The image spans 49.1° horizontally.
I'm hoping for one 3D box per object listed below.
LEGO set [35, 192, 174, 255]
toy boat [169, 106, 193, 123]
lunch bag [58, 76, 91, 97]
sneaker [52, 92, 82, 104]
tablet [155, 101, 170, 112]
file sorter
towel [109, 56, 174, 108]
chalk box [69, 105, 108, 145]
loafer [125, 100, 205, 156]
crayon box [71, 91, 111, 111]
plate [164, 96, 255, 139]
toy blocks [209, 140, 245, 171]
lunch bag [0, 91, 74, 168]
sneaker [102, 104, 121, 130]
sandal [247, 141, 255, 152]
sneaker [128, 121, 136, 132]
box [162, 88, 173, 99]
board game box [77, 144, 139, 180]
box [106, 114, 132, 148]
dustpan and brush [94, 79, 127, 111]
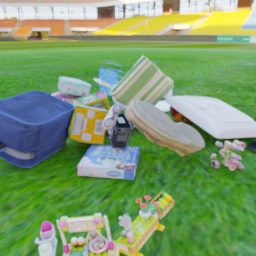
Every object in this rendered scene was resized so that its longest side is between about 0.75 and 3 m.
[{"bbox_3d":[-0.262,1.612,4.867,2.664,0.992,1.226,-15,21,-15],"label":"LEGO set"},{"bbox_3d":[2.203,-0.540,11.595,1.207,0.788,0.789,20,49,25],"label":"toy boat"},{"bbox_3d":[-2.585,-1.998,13.521,1.430,0.687,1.783,5,16,-24],"label":"lunch bag"},{"bbox_3d":[-2.727,-1.235,13.386,2.254,0.817,1.285,-16,29,-36],"label":"sneaker"},{"bbox_3d":[2.253,-1.171,14.121,2.329,0.159,1.515,-11,23,-27],"label":"tablet"},{"bbox_3d":[-0.851,-2.511,14.673,1.043,1.503,0.922,7,-20,-28],"label":"file sorter"},{"bbox_3d":[0.627,-1.534,11.005,0.306,1.996,2.617,52,15,31],"label":"towel"},{"bbox_3d":[-1.312,-0.152,9.383,1.090,1.098,1.759,10,3,-10],"label":"chalk box"},{"bbox_3d":[0.968,0.197,7.830,2.919,0.918,1.049,23,37,-36],"label":"loafer"},{"bbox_3d":[-1.448,-0.904,11.268,1.355,0.395,1.169,-18,-23,3],"label":"crayon box"},{"bbox_3d":[3.271,-0.541,10.460,2.899,0.469,2.893,-1,31,-34],"label":"plate"},{"bbox_3d":[2.873,0.811,7.810,0.859,0.802,0.723,-1,16,-16],"label":"toy blocks"},{"bbox_3d":[-2.982,0.100,8.539,1.745,1.699,2.568,24,26,17],"label":"lunch bag"},{"bbox_3d":[-0.473,-0.321,8.265,0.329,0.878,0.437,32,3,-10],"label":"sneaker"},{"bbox_3d":[4.599,0.476,9.411,1.550,0.332,0.589,-11,23,-27],"label":"sandal"},{"bbox_3d":[0.106,-0.169,10.828,2.235,0.787,0.844,-20,44,-29],"label":"sneaker"},{"bbox_3d":[1.500,-2.250,15.979,1.636,0.896,1.854,-5,20,-7],"label":"box"},{"bbox_3d":[-0.505,0.946,8.128,1.533,0.334,1.540,2,20,7],"label":"board game box"},{"bbox_3d":[-0.295,0.077,8.576,0.477,0.757,0.770,-2,38,-23],"label":"box"},{"bbox_3d":[-0.431,-1.578,12.458,2.377,0.680,1.659,18,46,-1],"label":"dustpan and brush"}]
